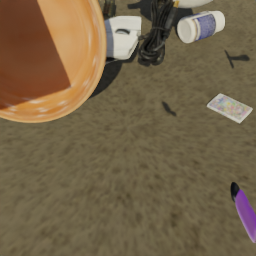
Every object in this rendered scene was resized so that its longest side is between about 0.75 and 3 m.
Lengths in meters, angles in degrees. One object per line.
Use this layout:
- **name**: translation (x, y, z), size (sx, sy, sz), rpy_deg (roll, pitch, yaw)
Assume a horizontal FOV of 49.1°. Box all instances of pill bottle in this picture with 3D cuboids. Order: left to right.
- **pill bottle**: translation (2.716, -3.778, 10.367), size (1.591, 0.921, 0.921), rpy_deg (-22, 49, -20)

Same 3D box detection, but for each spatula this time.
- **spatula**: translation (0.978, 0.630, 2.454), size (0.114, 1.109, 0.313), rpy_deg (-27, 85, 13)

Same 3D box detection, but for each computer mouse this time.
- **computer mouse**: translation (-0.193, -1.864, 5.754), size (2.699, 0.592, 1.480), rpy_deg (4, 74, 50)

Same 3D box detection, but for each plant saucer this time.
- **plant saucer**: translation (-1.757, -1.467, 4.497), size (2.908, 2.908, 0.544), rpy_deg (3, 29, 4)

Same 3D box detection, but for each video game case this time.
- **video game case**: translation (2.799, -0.563, 7.736), size (0.991, 0.089, 0.709), rpy_deg (33, 54, 29)

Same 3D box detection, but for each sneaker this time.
- **sneaker**: translation (-0.910, -4.732, 11.426), size (0.552, 0.783, 1.475), rpy_deg (9, 46, 9)

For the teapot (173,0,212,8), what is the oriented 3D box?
- **teapot**: translation (1.297, -4.346, 7.306), size (2.021, 2.767, 2.731), rpy_deg (-28, 78, -19)
